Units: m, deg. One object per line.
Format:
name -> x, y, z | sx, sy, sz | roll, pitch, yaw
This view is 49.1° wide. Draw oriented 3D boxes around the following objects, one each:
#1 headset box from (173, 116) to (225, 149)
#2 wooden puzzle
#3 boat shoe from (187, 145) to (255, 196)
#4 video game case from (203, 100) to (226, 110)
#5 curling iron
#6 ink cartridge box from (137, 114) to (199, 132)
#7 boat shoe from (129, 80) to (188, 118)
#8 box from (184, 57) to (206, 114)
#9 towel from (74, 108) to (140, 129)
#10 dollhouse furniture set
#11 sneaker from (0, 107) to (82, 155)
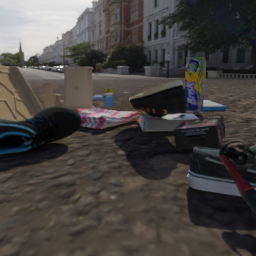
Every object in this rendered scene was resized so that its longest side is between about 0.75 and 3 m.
headset box -> 1.727, 0.111, 6.713 | 1.001, 0.505, 1.347 | -6, 9, 27
wooden puzzle -> -3.497, -0.779, 7.702 | 0.517, 2.068, 2.232 | -33, -2, 23
boat shoe -> 1.936, 0.626, 4.200 | 2.025, 0.718, 0.730 | 2, 12, 7
video game case -> 3.481, -1.097, 13.382 | 1.591, 0.198, 2.223 | -1, 12, -4
curling iron -> 1.543, 0.730, 3.495 | 0.211, 0.410, 1.652 | 39, 26, -28
ink cartridge box -> 1.236, -0.274, 9.009 | 1.755, 0.382, 1.523 | -1, 17, -6
boat shoe -> 0.792, -0.721, 8.359 | 1.058, 0.907, 2.893 | -17, 5, -18
box -> 2.622, -1.626, 11.017 | 0.697, 2.169, 0.760 | 4, 2, 22
towel -> -1.280, -0.473, 9.987 | 2.848, 0.426, 2.084 | 8, 14, 34
dollhouse furniture set -> -1.968, -1.661, 11.707 | 2.289, 1.582, 2.424 | 2, 8, 15
sneaker -> -2.130, 0.166, 6.434 | 2.433, 0.891, 0.997 | -15, 30, -28
